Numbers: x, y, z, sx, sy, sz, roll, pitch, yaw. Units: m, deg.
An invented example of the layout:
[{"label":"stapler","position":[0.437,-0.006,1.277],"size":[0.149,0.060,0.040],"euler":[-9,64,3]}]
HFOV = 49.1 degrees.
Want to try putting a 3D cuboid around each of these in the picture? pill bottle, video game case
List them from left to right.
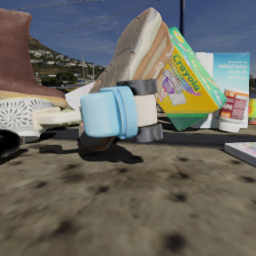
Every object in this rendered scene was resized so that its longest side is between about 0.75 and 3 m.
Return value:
[{"label":"pill bottle","position":[2.465,-0.420,6.630],"size":[0.559,0.978,0.559],"euler":[9,9,-1]},{"label":"video game case","position":[2.412,0.378,4.072],"size":[1.596,0.144,1.143],"euler":[0,8,-6]}]

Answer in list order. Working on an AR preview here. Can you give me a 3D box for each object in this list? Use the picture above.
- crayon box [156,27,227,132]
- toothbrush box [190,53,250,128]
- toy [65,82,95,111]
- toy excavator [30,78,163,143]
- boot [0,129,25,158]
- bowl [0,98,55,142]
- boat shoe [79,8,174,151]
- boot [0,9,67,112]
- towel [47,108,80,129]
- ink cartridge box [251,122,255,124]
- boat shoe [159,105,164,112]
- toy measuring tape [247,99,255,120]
[{"label":"crayon box","position":[1.133,-1.083,6.459],"size":[1.216,2.047,0.596],"euler":[-35,2,44]},{"label":"toothbrush box","position":[2.330,-0.962,7.398],"size":[1.403,1.916,0.817],"euler":[1,6,-1]},{"label":"toy","position":[-0.415,-0.872,8.348],"size":[2.643,0.624,1.522],"euler":[-33,54,-30]},{"label":"toy excavator","position":[-0.453,-0.182,3.424],"size":[1.394,0.696,1.356],"euler":[-9,10,-18]},{"label":"boot","position":[-2.459,0.184,3.408],"size":[1.754,0.697,2.014],"euler":[1,5,9]},{"label":"bowl","position":[-1.960,-0.074,5.168],"size":[1.267,0.595,1.267],"euler":[-9,-12,-2]},{"label":"boat shoe","position":[0.141,-0.808,4.934],"size":[1.040,2.898,1.097],"euler":[38,-24,-28]},{"label":"boot","position":[-2.570,-1.628,6.425],"size":[2.854,2.374,1.033],"euler":[10,-13,7]},{"label":"towel","position":[-2.616,-0.313,7.986],"size":[2.700,0.493,2.003],"euler":[5,9,36]},{"label":"ink cartridge box","position":[4.326,-0.229,8.302],"size":[0.861,0.302,1.059],"euler":[-6,14,-36]},{"label":"boat shoe","position":[2.578,-1.028,12.580],"size":[2.286,0.808,0.728],"euler":[-9,9,-10]},{"label":"toy measuring tape","position":[4.156,-0.681,9.045],"size":[0.533,0.533,1.450],"euler":[-5,-29,-36]}]
